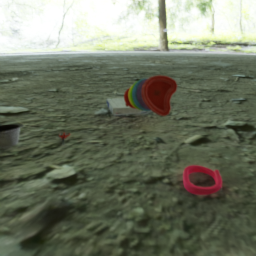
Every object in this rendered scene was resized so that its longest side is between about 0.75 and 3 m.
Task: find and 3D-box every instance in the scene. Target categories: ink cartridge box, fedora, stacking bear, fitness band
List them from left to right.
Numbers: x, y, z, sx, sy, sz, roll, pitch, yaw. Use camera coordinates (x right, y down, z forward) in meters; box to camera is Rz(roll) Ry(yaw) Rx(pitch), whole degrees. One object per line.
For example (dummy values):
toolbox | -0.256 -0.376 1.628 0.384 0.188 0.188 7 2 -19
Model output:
fedora | -4.385 0.309 10.006 1.490 0.673 1.318 1 16 27
ink cartridge box | -0.007 -1.146 14.448 1.947 0.422 1.912 -2 20 -13
stacking bear | 0.590 -1.215 10.714 1.305 1.394 2.295 21 -8 -24
fitness band | 2.009 1.407 7.645 0.996 0.260 1.387 1 19 9

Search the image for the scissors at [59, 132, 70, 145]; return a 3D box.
scissors | -2.500 0.418 10.624 0.417 0.079 1.139 3 23 0
